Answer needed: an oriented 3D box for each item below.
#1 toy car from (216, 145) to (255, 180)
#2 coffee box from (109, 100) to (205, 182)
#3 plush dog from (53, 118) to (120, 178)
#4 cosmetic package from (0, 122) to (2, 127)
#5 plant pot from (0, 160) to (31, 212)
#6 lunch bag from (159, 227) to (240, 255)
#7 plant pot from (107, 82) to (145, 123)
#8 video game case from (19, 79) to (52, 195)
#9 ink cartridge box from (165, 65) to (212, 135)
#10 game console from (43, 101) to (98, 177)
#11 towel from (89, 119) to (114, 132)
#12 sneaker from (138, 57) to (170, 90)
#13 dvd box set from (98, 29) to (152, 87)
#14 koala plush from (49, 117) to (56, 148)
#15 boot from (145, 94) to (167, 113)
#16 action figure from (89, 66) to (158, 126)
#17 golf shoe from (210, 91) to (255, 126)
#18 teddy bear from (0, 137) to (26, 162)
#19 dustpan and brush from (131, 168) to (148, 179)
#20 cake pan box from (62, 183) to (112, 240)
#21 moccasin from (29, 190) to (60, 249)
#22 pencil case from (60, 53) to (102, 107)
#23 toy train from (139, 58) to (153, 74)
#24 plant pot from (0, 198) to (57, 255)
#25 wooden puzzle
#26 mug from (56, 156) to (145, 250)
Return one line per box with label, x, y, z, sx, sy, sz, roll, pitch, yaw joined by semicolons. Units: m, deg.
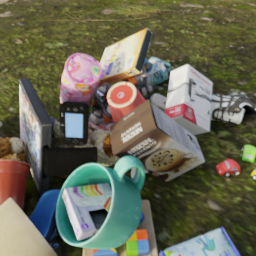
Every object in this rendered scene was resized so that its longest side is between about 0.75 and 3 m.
toy car;3.727;1.008;8.707;1.728;0.385;1.626;15;41;17
coffee box;0.802;0.457;7.488;1.350;2.388;0.953;-34;46;25
plush dog;-1.032;0.616;8.283;1.997;1.866;2.325;4;-3;1
cosmetic package;-5.210;0.592;8.323;1.536;1.084;2.967;-17;34;15
plant pot;-3.180;1.594;7.156;1.272;1.272;1.237;-4;67;-5
lunch bag;1.583;3.155;5.461;1.580;1.184;1.858;-12;53;-19
plant pot;-0.055;-0.725;8.645;1.280;1.132;1.280;-7;61;14
video game case;-2.745;0.197;8.132;0.333;2.357;2.609;-7;37;-29
ink cartridge box;2.036;-0.901;9.277;1.402;0.792;1.910;25;64;-33
game console;-1.390;0.322;6.748;1.328;2.252;0.271;-1;38;-13
towel;-0.736;-0.486;10.706;1.284;0.263;1.755;16;41;18
sneaker;1.241;-2.450;12.617;1.132;1.018;2.622;16;41;14
dvd box set;-0.229;-2.357;9.629;2.198;0.323;1.608;-9;58;47
koala plush;-2.725;0.017;9.414;1.146;1.016;1.053;24;8;17
boot;1.418;-0.845;10.674;1.598;0.581;0.722;28;-7;-23
action figure;-0.319;-1.056;9.691;2.622;1.418;2.710;-42;6;2
golf shoe;3.510;-0.641;10.286;2.696;1.048;1.274;-16;43;-15
teddy bear;-3.772;0.501;7.612;1.934;2.667;0.890;18;82;45
dustpan and brush;0.316;1.218;8.589;0.567;0.232;0.812;-22;41;4
cake pan box;-0.729;1.786;6.092;1.115;0.317;1.211;0;38;-32
moccasin;-1.919;2.403;6.513;0.894;0.758;2.223;-4;28;19
pencil case;-1.637;-1.347;9.385;1.199;2.743;1.199;5;71;-13
toy train;-0.027;-2.103;10.601;1.067;1.844;0.781;24;44;-37
plant pot;-2.456;2.496;5.889;1.137;1.694;1.694;-38;51;-27
wooden puzzle;-0.225;2.488;6.798;1.733;0.433;1.871;-4;38;-4
mug;-0.405;1.696;6.047;2.057;1.272;1.690;-21;54;33
